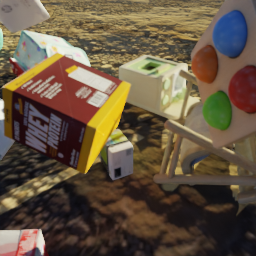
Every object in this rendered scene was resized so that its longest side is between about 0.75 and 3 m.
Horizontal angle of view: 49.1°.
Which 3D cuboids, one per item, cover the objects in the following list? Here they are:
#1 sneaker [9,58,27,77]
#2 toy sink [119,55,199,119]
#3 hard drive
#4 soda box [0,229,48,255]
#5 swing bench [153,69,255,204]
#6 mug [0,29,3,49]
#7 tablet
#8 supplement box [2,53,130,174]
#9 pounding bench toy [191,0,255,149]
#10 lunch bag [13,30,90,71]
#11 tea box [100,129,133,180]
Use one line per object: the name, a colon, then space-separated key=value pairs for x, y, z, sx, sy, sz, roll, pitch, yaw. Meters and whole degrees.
sneaker: x=-4.042 y=-2.579 z=11.717 sx=1.347 sy=0.913 sz=2.331 roll=-23 pitch=42 yaw=-24
toy sink: x=1.125 y=-1.514 z=9.740 sx=2.473 sy=1.385 sz=1.612 roll=26 pitch=42 yaw=32
hard drive: x=-3.857 y=-0.079 z=8.138 sx=1.364 sy=0.276 sz=2.067 roll=28 pitch=33 yaw=-12
soda box: x=-2.741 y=2.318 z=4.583 sx=2.639 sy=0.924 sz=0.837 roll=-1 pitch=35 yaw=-2
swing bench: x=2.390 y=0.141 z=7.036 sx=2.878 sy=1.867 sz=2.863 roll=13 pitch=36 yaw=9
mug: x=-7.117 y=-4.657 z=13.460 sx=1.945 sy=2.367 sz=1.464 roll=-2 pitch=27 yaw=38
tablet: x=-2.443 y=-2.628 z=5.957 sx=1.014 sy=1.559 sz=0.106 roll=-21 pitch=75 yaw=4
supplement box: x=-1.274 y=-0.407 z=6.078 sx=1.923 sy=1.277 sz=1.897 roll=24 pitch=40 yaw=6
pounding bench toy: x=2.205 y=-0.703 z=4.741 sx=2.310 sy=2.962 sz=1.840 roll=-7 pitch=75 yaw=-10
lunch bag: x=-2.800 y=-2.570 z=10.855 sx=2.481 sy=1.513 sz=2.113 roll=40 pitch=27 yaw=26
tea box: x=-0.314 y=0.650 z=7.043 sx=0.592 sy=0.886 sz=0.872 roll=-16 pitch=38 yaw=-22
